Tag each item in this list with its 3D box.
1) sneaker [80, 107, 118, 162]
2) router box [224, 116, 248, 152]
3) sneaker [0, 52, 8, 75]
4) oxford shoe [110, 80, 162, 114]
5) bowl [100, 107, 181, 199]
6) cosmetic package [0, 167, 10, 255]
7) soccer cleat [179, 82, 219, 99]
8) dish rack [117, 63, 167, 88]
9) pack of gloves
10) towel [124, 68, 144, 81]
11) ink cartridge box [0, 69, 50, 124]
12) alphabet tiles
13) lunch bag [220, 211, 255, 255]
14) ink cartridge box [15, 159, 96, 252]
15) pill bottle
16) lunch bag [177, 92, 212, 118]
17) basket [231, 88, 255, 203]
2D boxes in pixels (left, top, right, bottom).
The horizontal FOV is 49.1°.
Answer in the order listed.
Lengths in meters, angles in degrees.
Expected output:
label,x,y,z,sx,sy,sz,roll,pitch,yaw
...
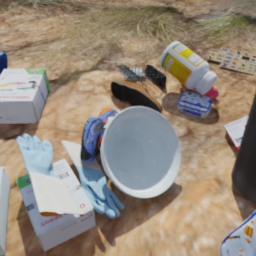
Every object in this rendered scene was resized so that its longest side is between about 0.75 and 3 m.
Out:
label,x,y,z,sx,sy,sz,roll,pitch,yaw
sneaker,-0.562,0.127,7.909,1.030,0.990,2.627,16,30,12
router box,3.670,0.145,8.297,1.266,0.309,1.136,-24,39,11
sneaker,-5.661,-2.066,10.726,1.158,1.042,2.972,9,42,-2
oxford shoe,0.427,-1.144,9.802,0.886,0.887,2.486,-23,44,-30
bowl,0.169,0.651,7.186,2.243,1.008,2.243,7,75,-28
cosmetic package,-4.118,2.033,6.141,2.704,0.699,2.039,-10,43,-11
soccer cleat,2.695,-1.566,10.585,1.603,0.535,0.613,25,24,22
dish rack,0.492,-2.043,10.810,1.800,0.491,1.381,-9,37,-31
pack of gloves,-1.467,1.218,6.673,2.316,0.544,2.757,21,20,-41
towel,0.230,-2.203,11.562,0.806,0.194,0.690,-8,44,-9
ink cartridge box,-3.764,-1.158,9.751,1.562,0.906,2.157,-1,40,-2
alphabet tiles,4.667,-3.069,12.564,2.104,0.079,1.758,20,47,19
lunch bag,2.397,2.674,4.261,1.083,2.297,2.867,13,41,-6
ink cartridge box,-1.688,1.713,6.484,1.270,0.731,1.740,-21,44,-22
pill bottle,2.158,-2.088,9.958,1.096,1.096,1.944,-33,67,-33
lunch bag,2.323,-0.789,9.705,1.151,0.435,0.922,18,45,21
basket,3.503,0.437,6.444,2.314,2.567,1.746,-2,37,-17
